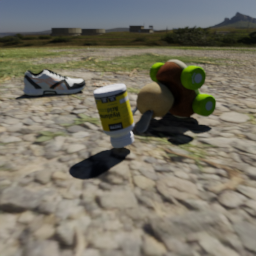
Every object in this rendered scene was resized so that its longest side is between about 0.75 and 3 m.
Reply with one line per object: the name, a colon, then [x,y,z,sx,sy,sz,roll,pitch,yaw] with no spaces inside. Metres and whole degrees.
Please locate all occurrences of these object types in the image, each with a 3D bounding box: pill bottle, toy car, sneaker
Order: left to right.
sneaker: [-3.284,-2.083,12.578,2.788,1.115,1.028,-5,19,-19]
pill bottle: [-0.287,-0.273,6.607,0.776,1.394,0.776,-13,19,4]
toy car: [1.004,-0.716,8.702,2.480,1.957,2.037,-39,29,-15]

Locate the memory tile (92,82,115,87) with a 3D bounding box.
memory tile: [-1.117,-2.204,14.354,1.313,0.110,1.006,12,23,31]
